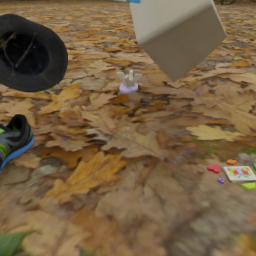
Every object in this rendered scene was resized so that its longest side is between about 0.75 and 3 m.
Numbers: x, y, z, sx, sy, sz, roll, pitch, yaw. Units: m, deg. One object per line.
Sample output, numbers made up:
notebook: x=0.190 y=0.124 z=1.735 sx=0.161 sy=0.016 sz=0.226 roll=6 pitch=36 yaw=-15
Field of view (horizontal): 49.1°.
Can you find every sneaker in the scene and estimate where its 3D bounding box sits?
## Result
sneaker: x=-3.350 y=0.482 z=6.906 sx=0.968 sy=1.131 sz=2.730 roll=7 pitch=30 yaw=15

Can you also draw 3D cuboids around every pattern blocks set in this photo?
pattern blocks set: x=2.721 y=1.112 z=6.843 sx=1.257 sy=0.102 sz=1.105 roll=-8 pitch=31 yaw=-15

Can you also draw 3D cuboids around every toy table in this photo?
toy table: x=0.041 y=-1.954 z=11.725 sx=1.061 sy=0.676 sz=1.154 roll=1 pitch=28 yaw=1

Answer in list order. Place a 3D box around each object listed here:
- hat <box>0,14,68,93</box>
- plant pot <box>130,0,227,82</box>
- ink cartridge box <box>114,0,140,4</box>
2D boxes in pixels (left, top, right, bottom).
hat: x=-2.525 y=-1.634 z=6.714 sx=2.010 sy=2.010 sz=0.811 roll=-19 pitch=-4 yaw=-31
plant pot: x=1.662 y=-3.371 z=8.856 sx=2.171 sy=2.453 sz=2.450 roll=-23 pitch=58 yaw=25
ink cartridge box: x=-0.713 y=-2.938 z=5.573 sx=1.782 sy=0.605 sz=1.026 roll=-8 pitch=30 yaw=-30
